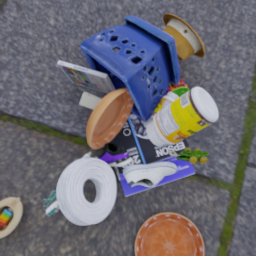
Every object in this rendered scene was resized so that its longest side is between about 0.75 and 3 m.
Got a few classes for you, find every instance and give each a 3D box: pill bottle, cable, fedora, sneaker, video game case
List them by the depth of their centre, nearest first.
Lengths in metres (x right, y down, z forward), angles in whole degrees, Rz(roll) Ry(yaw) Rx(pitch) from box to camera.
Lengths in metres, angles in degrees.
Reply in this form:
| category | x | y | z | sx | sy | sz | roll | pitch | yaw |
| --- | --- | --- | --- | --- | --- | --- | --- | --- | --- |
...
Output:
| category | x | y | z | sx | sy | sz | roll | pitch | yaw |
| --- | --- | --- | --- | --- | --- | --- | --- | --- | --- |
| cable | -1.225 | 1.975 | 8.794 | 2.063 | 0.714 | 2.064 | -31 | 101 | -46 |
| pill bottle | 1.638 | -0.251 | 8.912 | 2.192 | 1.198 | 1.198 | -35 | 71 | 36 |
| sneaker | -2.309 | 2.286 | 9.460 | 1.391 | 0.540 | 0.635 | -37 | 64 | -12 |
| sneaker | -0.663 | 0.903 | 9.644 | 0.591 | 1.700 | 0.845 | -37 | 108 | -49 |
| sneaker | 0.846 | 1.733 | 9.993 | 2.167 | 0.791 | 0.767 | -2 | 57 | -25 |
| pill bottle | 1.373 | -0.713 | 10.192 | 0.626 | 0.626 | 1.146 | 31 | 88 | 9 |
| fedora | 1.890 | -3.254 | 10.575 | 0.892 | 2.187 | 2.187 | -45 | 78 | 3 |
| video game case | -1.517 | -1.860 | 10.630 | 2.055 | 1.471 | 0.185 | 19 | 76 | 18 |

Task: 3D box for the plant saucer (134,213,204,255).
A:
| category | x | y | z | sx | sy | sz | roll | pitch | yaw |
| --- | --- | --- | --- | --- | --- | --- | --- | --- | --- |
| plant saucer | 1.431 | 4.234 | 9.851 | 2.417 | 0.390 | 2.417 | 0 | 74 | -1 |

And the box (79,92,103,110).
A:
| category | x | y | z | sx | sy | sz | roll | pitch | yaw |
| --- | --- | --- | --- | --- | --- | --- | --- | --- | --- |
| box | -1.096 | -0.876 | 10.280 | 1.289 | 0.530 | 0.441 | 20 | 105 | -9 |

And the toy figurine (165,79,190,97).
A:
| category | x | y | z | sx | sy | sz | roll | pitch | yaw |
| --- | --- | --- | --- | --- | --- | --- | --- | --- | --- |
| toy figurine | 1.846 | -1.829 | 11.432 | 1.466 | 1.100 | 1.349 | -9 | 63 | -25 |

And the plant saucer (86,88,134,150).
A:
| category | x | y | z | sx | sy | sz | roll | pitch | yaw |
| --- | --- | --- | --- | --- | --- | --- | --- | --- | --- |
| plant saucer | -0.648 | -0.350 | 9.543 | 0.442 | 2.363 | 2.363 | 35 | 76 | 17 |

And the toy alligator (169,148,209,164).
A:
| category | x | y | z | sx | sy | sz | roll | pitch | yaw |
| --- | --- | --- | --- | --- | --- | --- | --- | --- | --- |
| toy alligator | 2.006 | 0.971 | 9.406 | 1.691 | 0.406 | 0.560 | 5 | 36 | -26 |

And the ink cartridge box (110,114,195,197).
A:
| category | x | y | z | sx | sy | sz | roll | pitch | yaw |
| --- | --- | --- | --- | --- | --- | --- | --- | --- | --- |
| ink cartridge box | 0.789 | 0.777 | 10.747 | 2.918 | 0.639 | 2.945 | -18 | 76 | -6 |

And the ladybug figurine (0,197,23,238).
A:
| category | x | y | z | sx | sy | sz | roll | pitch | yaw |
| --- | --- | --- | --- | --- | --- | --- | --- | --- | --- |
| ladybug figurine | -4.358 | 3.202 | 10.043 | 1.068 | 0.566 | 1.574 | 35 | 78 | 11 |

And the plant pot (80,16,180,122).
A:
| category | x | y | z | sx | sy | sz | roll | pitch | yaw |
| --- | --- | --- | --- | --- | --- | --- | --- | --- | --- |
| plant pot | 0.296 | -2.278 | 10.181 | 2.408 | 2.679 | 2.678 | -42 | 58 | -8 |
